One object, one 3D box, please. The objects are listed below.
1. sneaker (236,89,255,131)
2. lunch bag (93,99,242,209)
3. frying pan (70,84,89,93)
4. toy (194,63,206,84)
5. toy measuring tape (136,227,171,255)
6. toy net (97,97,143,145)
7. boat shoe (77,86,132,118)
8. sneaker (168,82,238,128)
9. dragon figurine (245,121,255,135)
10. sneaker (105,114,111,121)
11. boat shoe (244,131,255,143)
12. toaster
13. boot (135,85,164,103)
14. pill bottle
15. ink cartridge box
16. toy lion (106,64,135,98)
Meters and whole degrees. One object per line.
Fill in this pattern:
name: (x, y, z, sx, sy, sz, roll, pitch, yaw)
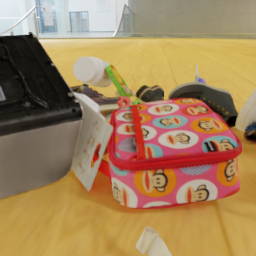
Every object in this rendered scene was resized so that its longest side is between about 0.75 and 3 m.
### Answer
sneaker: (3.469, -0.419, 6.297, 0.860, 2.335, 1.350, -24, 59, -30)
lunch bag: (0.537, 0.334, 5.265, 2.413, 1.122, 2.739, -7, 22, 0)
frying pan: (-2.137, -1.372, 10.306, 1.708, 0.460, 2.824, -6, 13, 27)
toy: (2.148, -1.171, 8.427, 0.348, 0.848, 1.472, 9, -21, 13)
toy measuring tape: (0.265, 1.640, 2.100, 0.910, 0.910, 2.474, -6, 24, -15)
toy net: (-0.226, -0.230, 6.598, 2.178, 1.143, 0.421, -5, -10, -42)
boat shoe: (-1.193, -0.697, 7.728, 2.917, 0.945, 1.049, -11, -8, -28)
sneaker: (2.112, -0.595, 7.496, 1.992, 0.745, 1.058, 2, 47, -19)
dragon figurine: (3.113, -0.002, 5.821, 0.478, 0.808, 1.624, -40, -5, -16)
sneaker: (0.038, -0.279, 7.600, 1.367, 0.505, 0.560, -1, 36, -4)
boat shoe: (3.335, 0.220, 6.615, 1.115, 0.393, 0.392, 0, 15, 21)
toaster: (-2.561, -0.247, 4.710, 2.987, 1.772, 2.701, -14, 48, -30)
boot: (0.886, -0.685, 7.857, 0.997, 0.558, 1.441, 45, 28, 17)
pill bottle: (-1.148, -1.922, 9.661, 0.948, 0.948, 1.672, 6, 6, 16)
ink cartridge box: (-0.792, 0.211, 5.305, 0.454, 1.294, 1.592, 4, 24, -45)
toy lion: (-0.322, -1.587, 9.589, 0.438, 1.223, 1.276, -29, -7, 14)
